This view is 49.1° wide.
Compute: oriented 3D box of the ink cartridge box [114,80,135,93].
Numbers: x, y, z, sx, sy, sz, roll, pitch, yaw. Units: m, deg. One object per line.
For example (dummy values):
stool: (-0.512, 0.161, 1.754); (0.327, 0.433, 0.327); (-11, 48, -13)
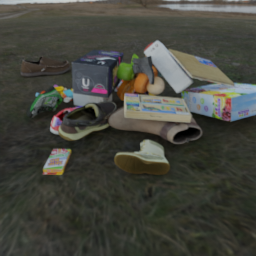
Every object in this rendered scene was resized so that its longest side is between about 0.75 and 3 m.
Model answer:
ink cartridge box: (0.234, -2.217, 14.416); (1.694, 0.425, 1.374); (3, 28, 9)

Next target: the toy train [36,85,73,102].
toy train: (-3.252, -1.408, 12.878); (1.748, 0.486, 1.313); (11, 41, 16)

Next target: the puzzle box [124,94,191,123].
puzzle box: (0.956, -0.706, 9.630); (2.187, 0.278, 1.455); (4, 28, -4)

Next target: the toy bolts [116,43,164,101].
toy bolts: (0.988, -2.074, 12.154); (1.877, 2.585, 2.707); (37, 58, 14)

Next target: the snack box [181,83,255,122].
snack box: (3.946, -1.146, 11.229); (2.402, 0.964, 2.848); (-13, 18, -22)

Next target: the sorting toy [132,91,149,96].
sorting toy: (0.668, -1.268, 11.850); (0.640, 0.937, 1.559); (-14, 21, 27)

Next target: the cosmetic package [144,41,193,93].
cosmetic package: (1.643, -2.404, 11.197); (0.776, 2.095, 1.065); (-38, -4, 19)

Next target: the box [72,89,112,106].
box: (-1.593, -1.492, 12.640); (1.459, 0.776, 1.111); (8, 29, 15)

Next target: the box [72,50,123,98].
box: (-1.216, -2.366, 11.960); (1.546, 1.341, 2.529); (9, 27, 10)

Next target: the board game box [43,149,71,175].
board game box: (-2.157, 1.021, 8.530); (0.574, 0.180, 1.201); (0, 30, 3)

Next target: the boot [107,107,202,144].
boot: (1.006, -0.093, 9.728); (2.901, 1.019, 2.121); (-12, 30, -23)

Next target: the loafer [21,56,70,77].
loafer: (-4.858, -3.697, 16.561); (2.936, 1.042, 1.072); (-13, 30, -24)

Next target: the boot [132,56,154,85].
boot: (0.564, -2.098, 10.479); (0.777, 0.412, 1.181); (-9, 72, 5)

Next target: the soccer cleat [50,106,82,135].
soccer cleat: (-2.125, -0.462, 10.547); (0.682, 0.732, 1.999); (29, 38, 16)

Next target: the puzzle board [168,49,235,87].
puzzle board: (2.848, -2.299, 10.926); (2.399, 0.209, 1.808); (4, 41, -34)

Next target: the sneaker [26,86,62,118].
sneaker: (-3.414, -0.992, 11.615); (0.861, 0.788, 2.020); (46, 40, -8)

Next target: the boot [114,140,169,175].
boot: (0.377, 0.805, 8.381); (1.590, 0.573, 1.229); (9, 26, -6)

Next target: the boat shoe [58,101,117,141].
boat shoe: (-1.228, -0.425, 9.771); (0.985, 0.872, 2.690); (37, 41, 15)

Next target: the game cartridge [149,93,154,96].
game cartridge: (0.764, -1.357, 13.013); (1.042, 0.169, 0.919); (-17, 32, -29)
